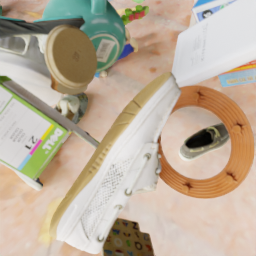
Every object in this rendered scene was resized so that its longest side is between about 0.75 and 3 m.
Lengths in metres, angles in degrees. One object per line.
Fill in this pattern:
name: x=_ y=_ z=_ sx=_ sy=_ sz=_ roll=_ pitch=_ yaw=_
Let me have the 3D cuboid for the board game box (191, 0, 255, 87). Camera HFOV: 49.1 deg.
board game box: x=3.167 y=-2.295 z=6.740 sx=2.482 sy=2.430 sz=0.693 roll=-3 pitch=44 yaw=40

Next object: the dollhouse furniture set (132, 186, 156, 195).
dollhouse furniture set: x=-0.075 y=0.366 z=5.866 sx=0.976 sy=1.704 sz=1.999 roll=-10 pitch=72 yaw=1

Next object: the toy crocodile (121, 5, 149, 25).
toy crocodile: x=0.232 y=-3.582 z=8.866 sx=1.187 sy=0.401 sz=0.367 roll=-31 pitch=55 yaw=-28

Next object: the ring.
ring: x=1.266 y=0.327 z=5.584 sx=2.326 sy=2.326 sz=0.223 roll=40 pitch=30 yaw=24

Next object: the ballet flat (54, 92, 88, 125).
ballet flat: x=-1.988 y=-0.356 z=8.542 sx=0.944 sy=0.944 sz=2.624 roll=18 pitch=57 yaw=12

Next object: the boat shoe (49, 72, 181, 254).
boat shoe: x=0.015 y=0.513 z=4.026 sx=0.959 sy=0.980 sz=2.768 roll=35 pitch=91 yaw=-10

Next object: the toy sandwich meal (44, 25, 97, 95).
toy sandwich meal: x=-0.940 y=-1.079 z=4.508 sx=0.379 sy=1.106 sz=1.106 roll=-1 pitch=47 yaw=43

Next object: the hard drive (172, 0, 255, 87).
hard drive: x=2.066 y=-1.879 z=5.659 sx=2.605 sy=0.342 sz=1.718 roll=-19 pitch=46 yaw=43

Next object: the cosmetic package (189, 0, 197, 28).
cosmetic package: x=4.192 y=-4.033 z=10.087 sx=2.473 sy=2.471 sz=2.998 roll=-36 pitch=62 yaw=-22

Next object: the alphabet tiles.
alphabet tiles: x=0.015 y=2.238 z=5.118 sx=1.112 sy=0.042 sz=1.337 roll=20 pitch=30 yaw=-23

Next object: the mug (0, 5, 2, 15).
mug: x=-5.958 y=-4.982 z=11.783 sx=1.019 sy=0.767 sz=1.241 roll=31 pitch=62 yaw=19

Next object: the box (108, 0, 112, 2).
box: x=-1.567 y=-4.604 z=9.521 sx=1.359 sy=1.540 sz=0.745 roll=-42 pitch=30 yaw=-3

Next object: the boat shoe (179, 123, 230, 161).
boat shoe: x=2.365 y=0.322 z=8.262 sx=1.921 sy=0.574 sz=0.686 roll=-27 pitch=60 yaw=-17

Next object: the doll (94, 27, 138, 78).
doll: x=-1.130 y=-2.715 z=10.273 sx=2.817 sy=0.683 sz=1.922 roll=-29 pitch=69 yaw=-11

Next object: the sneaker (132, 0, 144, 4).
sneaker: x=0.311 y=-4.450 z=7.927 sx=0.681 sy=0.743 sz=1.775 roll=-9 pitch=84 yaw=-47

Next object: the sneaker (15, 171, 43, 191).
sneaker: x=-2.819 y=0.955 z=7.770 sx=1.791 sy=0.671 sz=0.757 roll=37 pitch=68 yaw=23

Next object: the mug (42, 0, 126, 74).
mug: x=-1.170 y=-2.597 z=7.515 sx=2.085 sy=2.538 sz=1.569 roll=-32 pitch=61 yaw=1

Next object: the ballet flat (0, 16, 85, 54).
ballet flat: x=-1.886 y=-1.816 z=5.459 sx=2.117 sy=0.724 sz=0.720 roll=-6 pitch=18 yaw=-17

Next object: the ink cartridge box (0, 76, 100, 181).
ink cartridge box: x=-1.425 y=0.256 z=5.098 sx=2.682 sy=1.982 sz=1.016 roll=38 pitch=87 yaw=-21

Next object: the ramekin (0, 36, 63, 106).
ramekin: x=-2.791 y=-1.463 z=6.675 sx=2.608 sy=2.608 sz=1.215 roll=2 pitch=74 yaw=1
